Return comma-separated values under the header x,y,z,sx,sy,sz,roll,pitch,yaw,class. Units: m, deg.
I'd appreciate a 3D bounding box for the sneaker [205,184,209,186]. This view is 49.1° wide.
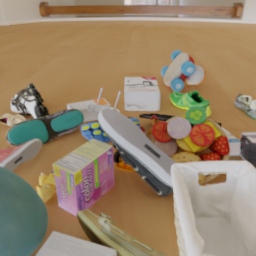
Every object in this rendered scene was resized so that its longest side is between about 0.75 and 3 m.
x,y,z,sx,sy,sz,roll,pitch,yaw,class
1.932,1.720,7.365,0.271,0.273,0.753,23,37,35,sneaker

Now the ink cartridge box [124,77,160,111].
x,y,z,sx,sy,sz,roll,pitch,yaw,class
0.615,-1.627,13.066,1.569,0.901,2.160,0,28,-1,ink cartridge box

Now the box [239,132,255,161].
x,y,z,sx,sy,sz,roll,pitch,yaw,class
4.356,0.650,8.805,1.423,0.816,0.940,-1,28,-2,box

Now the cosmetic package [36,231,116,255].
x,y,z,sx,sy,sz,roll,pitch,yaw,class
-1.044,2.710,4.853,1.333,0.822,1.337,10,30,18,cosmetic package

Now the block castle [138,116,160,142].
x,y,z,sx,sy,sz,roll,pitch,yaw,class
0.801,0.186,9.486,0.884,0.621,1.323,-42,25,16,block castle

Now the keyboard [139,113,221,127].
x,y,z,sx,sy,sz,roll,pitch,yaw,class
2.014,-0.283,10.315,2.948,0.304,1.873,12,6,44,keyboard

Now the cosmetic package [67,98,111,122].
x,y,z,sx,sy,sz,roll,pitch,yaw,class
-1.626,-0.725,11.691,1.656,0.590,0.840,-12,30,-21,cosmetic package

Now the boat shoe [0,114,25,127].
x,y,z,sx,sy,sz,roll,pitch,yaw,class
-4.531,-0.245,10.948,1.330,0.490,0.460,6,29,32,boat shoe

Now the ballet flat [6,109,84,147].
x,y,z,sx,sy,sz,roll,pitch,yaw,class
-2.964,0.047,10.062,2.834,1.019,1.019,-20,34,-33,ballet flat

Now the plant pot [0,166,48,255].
x,y,z,sx,sy,sz,roll,pitch,yaw,class
-2.479,1.865,5.514,1.468,2.180,2.180,25,5,-45,plant pot

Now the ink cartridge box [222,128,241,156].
x,y,z,sx,sy,sz,roll,pitch,yaw,class
3.054,0.450,9.403,0.837,0.482,1.446,-3,18,-2,ink cartridge box

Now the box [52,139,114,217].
x,y,z,sx,sy,sz,roll,pitch,yaw,class
-1.073,1.226,7.170,0.720,1.310,1.489,18,33,31,box

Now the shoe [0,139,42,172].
x,y,z,sx,sy,sz,roll,pitch,yaw,class
-3.558,0.773,8.739,0.792,0.622,1.741,21,38,20,shoe

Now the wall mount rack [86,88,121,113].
x,y,z,sx,sy,sz,roll,pitch,yaw,class
-0.925,-0.989,11.015,1.426,0.532,1.239,13,40,19,wall mount rack

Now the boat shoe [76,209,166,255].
x,y,z,sx,sy,sz,roll,pitch,yaw,class
-0.196,2.258,5.667,2.115,0.772,0.666,25,49,35,boat shoe

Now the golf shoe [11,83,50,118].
x,y,z,sx,sy,sz,roll,pitch,yaw,class
-4.126,-0.815,11.663,1.339,1.102,2.834,-29,35,-11,golf shoe

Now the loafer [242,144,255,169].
x,y,z,sx,sy,sz,roll,pitch,yaw,class
3.565,1.275,7.617,0.638,0.559,1.774,-14,51,16,loafer

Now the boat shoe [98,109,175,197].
x,y,z,sx,sy,sz,roll,pitch,yaw,class
0.200,0.674,7.410,2.886,0.817,0.990,42,30,10,boat shoe

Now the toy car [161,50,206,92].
x,y,z,sx,sy,sz,roll,pitch,yaw,class
3.198,-2.750,14.908,2.165,1.915,1.995,21,27,-24,toy car

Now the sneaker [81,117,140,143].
x,y,z,sx,sy,sz,roll,pitch,yaw,class
-0.663,0.016,10.252,2.201,0.780,0.912,-11,16,-23,sneaker

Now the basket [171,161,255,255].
x,y,z,sx,sy,sz,roll,pitch,yaw,class
1.815,1.998,5.297,1.785,1.625,2.634,-2,26,1,basket

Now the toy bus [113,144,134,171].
x,y,z,sx,sy,sz,roll,pitch,yaw,class
0.087,0.633,8.628,0.739,1.089,1.045,9,22,27,toy bus

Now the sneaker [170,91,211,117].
x,y,z,sx,sy,sz,roll,pitch,yaw,class
2.757,-1.228,12.252,0.846,0.955,2.284,-17,32,-29,sneaker

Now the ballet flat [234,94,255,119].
x,y,z,sx,sy,sz,roll,pitch,yaw,class
5.277,-0.962,12.053,0.720,0.720,2.003,-7,29,-14,ballet flat

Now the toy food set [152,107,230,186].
x,y,z,sx,sy,sz,roll,pitch,yaw,class
1.761,0.537,8.187,2.308,0.561,2.285,-33,62,-5,toy food set

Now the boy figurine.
x,y,z,sx,sy,sz,roll,pitch,yaw,class
-2.037,1.416,7.684,0.978,0.507,1.573,8,26,16,boy figurine
